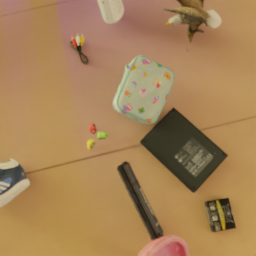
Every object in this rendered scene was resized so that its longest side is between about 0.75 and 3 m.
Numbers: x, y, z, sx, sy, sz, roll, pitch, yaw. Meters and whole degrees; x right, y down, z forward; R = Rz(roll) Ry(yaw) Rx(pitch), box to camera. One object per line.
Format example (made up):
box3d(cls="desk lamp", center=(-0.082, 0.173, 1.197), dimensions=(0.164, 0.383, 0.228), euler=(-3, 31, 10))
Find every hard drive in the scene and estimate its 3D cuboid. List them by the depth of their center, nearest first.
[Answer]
box3d(cls="hard drive", center=(1.990, 0.760, 10.184), dimensions=(2.634, 0.433, 1.838), euler=(44, 81, 11))

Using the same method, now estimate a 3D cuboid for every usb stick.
box3d(cls="usb stick", center=(0.397, 2.457, 9.447), dimensions=(0.462, 0.786, 2.835), euler=(-27, 84, 6))

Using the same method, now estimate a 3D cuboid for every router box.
box3d(cls="router box", center=(3.181, 3.011, 9.713), dimensions=(0.819, 0.272, 1.042), euler=(-8, 75, -2))

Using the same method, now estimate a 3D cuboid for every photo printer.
box3d(cls="photo printer", center=(-0.724, -5.076, 11.269), dimensions=(0.553, 1.592, 1.325), euler=(-1, 36, 27))

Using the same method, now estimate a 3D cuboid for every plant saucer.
box3d(cls="plant saucer", center=(0.885, 4.402, 8.521), dimensions=(0.623, 2.460, 2.460), euler=(15, 70, 46))

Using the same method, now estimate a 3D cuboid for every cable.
box3d(cls="cable", center=(-2.026, -3.205, 11.434), dimensions=(0.637, 0.330, 1.311), euler=(-13, 75, -4))

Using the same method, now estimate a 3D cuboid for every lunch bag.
box3d(cls="lunch bag", center=(0.540, -1.416, 10.380), dimensions=(1.867, 0.897, 2.327), euler=(24, 81, -8))

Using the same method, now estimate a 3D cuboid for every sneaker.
box3d(cls="sneaker", center=(-4.502, 1.923, 9.811), dimensions=(1.833, 0.738, 1.342), euler=(-36, 74, -8))

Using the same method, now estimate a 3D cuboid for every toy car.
box3d(cls="toy car", center=(-1.141, 0.277, 10.058), dimensions=(0.953, 0.226, 1.013), euler=(-8, 70, 42))

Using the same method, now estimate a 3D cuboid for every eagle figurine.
box3d(cls="eagle figurine", center=(2.258, -4.413, 10.544), dimensions=(1.972, 2.599, 1.961), euler=(41, 89, 25))
